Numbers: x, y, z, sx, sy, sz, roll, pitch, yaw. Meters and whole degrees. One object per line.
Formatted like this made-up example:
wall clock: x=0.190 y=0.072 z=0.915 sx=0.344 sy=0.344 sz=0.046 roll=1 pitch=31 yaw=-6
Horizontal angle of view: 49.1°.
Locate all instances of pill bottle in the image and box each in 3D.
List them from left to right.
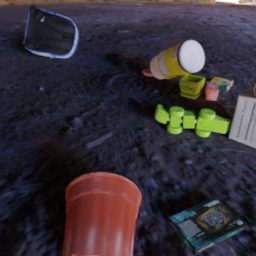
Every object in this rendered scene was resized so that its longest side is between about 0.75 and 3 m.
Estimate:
pill bottle: x=2.251 y=-3.144 z=13.421 sx=1.448 sy=1.448 sz=2.534 roll=-19 pitch=9 yaw=-29

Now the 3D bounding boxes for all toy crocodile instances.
toy crocodile: x=2.217 y=-0.294 z=9.873 sx=2.630 sy=0.888 sz=0.812 roll=7 pitch=30 yaw=12

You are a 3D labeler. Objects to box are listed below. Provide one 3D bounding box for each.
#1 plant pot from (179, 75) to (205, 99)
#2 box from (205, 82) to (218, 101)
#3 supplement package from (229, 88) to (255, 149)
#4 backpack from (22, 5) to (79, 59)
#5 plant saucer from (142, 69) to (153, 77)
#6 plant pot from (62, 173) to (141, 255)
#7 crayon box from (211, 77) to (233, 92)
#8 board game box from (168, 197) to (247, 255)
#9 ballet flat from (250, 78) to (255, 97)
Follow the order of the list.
plant pot: x=2.843 y=-1.820 z=12.551 sx=0.896 sy=0.817 sz=0.901 roll=19 pitch=35 yaw=30
box: x=3.747 y=-1.653 z=12.587 sx=0.463 sy=0.502 sz=0.978 roll=5 pitch=32 yaw=9
supplement package: x=5.000 y=-0.145 z=8.835 sx=2.852 sy=1.673 sz=1.667 roll=25 pitch=38 yaw=36
backpack: x=-4.549 y=-5.599 z=17.155 sx=2.926 sy=2.678 sz=2.150 roll=13 pitch=5 yaw=-3
plant saucer: x=1.172 y=-2.970 z=15.111 sx=0.805 sy=0.204 sz=0.805 roll=0 pitch=30 yaw=0
plant pot: x=-0.554 y=2.019 z=5.446 sx=1.643 sy=1.643 sz=1.598 roll=1 pitch=39 yaw=1
crayon box: x=4.459 y=-2.099 z=13.526 sx=0.894 sy=0.302 sz=1.036 roll=17 pitch=35 yaw=27
board game box: x=1.785 y=2.171 z=6.374 sx=1.454 sy=0.205 sz=0.983 roll=-15 pitch=34 yaw=-23
ballet flat: x=4.813 y=-1.240 z=8.255 sx=2.479 sy=0.892 sz=0.892 roll=1 pitch=30 yaw=-1
